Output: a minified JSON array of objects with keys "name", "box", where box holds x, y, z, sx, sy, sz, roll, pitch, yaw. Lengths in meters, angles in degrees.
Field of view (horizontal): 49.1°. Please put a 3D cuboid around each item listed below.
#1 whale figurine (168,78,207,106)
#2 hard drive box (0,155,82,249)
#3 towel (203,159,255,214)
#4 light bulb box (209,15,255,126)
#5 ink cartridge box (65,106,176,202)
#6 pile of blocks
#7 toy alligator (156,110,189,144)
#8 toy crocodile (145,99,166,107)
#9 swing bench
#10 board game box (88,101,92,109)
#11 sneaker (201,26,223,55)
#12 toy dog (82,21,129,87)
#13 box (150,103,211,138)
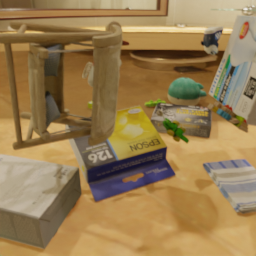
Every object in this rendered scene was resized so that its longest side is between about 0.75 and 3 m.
[{"name":"whale figurine","box":[3.120,-2.061,14.579,2.036,1.328,2.560,17,31,30]},{"name":"hard drive box","box":[-2.836,1.759,7.324,2.602,0.999,2.028,8,28,16]},{"name":"towel","box":[3.444,1.634,8.409,1.690,0.274,2.301,-4,27,-10]},{"name":"light bulb box","box":[4.091,-1.717,8.330,1.753,2.785,2.810,10,22,-10]},{"name":"ink cartridge box","box":[-0.261,0.627,8.981,2.799,0.666,2.833,-14,49,-24]},{"name":"pile of blocks","box":[2.239,-0.294,6.104,0.998,0.310,0.410,34,6,3]},{"name":"toy alligator","box":[1.218,-0.022,8.129,0.432,1.456,0.395,-56,24,-18]},{"name":"toy crocodile","box":[1.373,-1.197,14.055,1.080,0.333,0.365,-8,28,-6]},{"name":"swing bench","box":[-1.417,-1.023,6.737,2.642,2.628,1.714,-2,30,-12]},{"name":"board game box","box":[-1.348,-1.077,13.801,1.165,0.277,0.592,17,31,30]},{"name":"sneaker","box":[2.773,-2.821,9.130,0.463,0.841,1.149,9,29,34]},{"name":"toy dog","box":[-0.625,-2.425,9.611,1.086,2.255,1.487,18,12,-24]},{"name":"box","box":[2.303,-0.376,12.047,2.436,0.589,1.929,7,27,14]}]
